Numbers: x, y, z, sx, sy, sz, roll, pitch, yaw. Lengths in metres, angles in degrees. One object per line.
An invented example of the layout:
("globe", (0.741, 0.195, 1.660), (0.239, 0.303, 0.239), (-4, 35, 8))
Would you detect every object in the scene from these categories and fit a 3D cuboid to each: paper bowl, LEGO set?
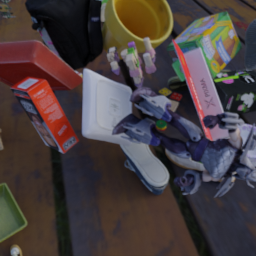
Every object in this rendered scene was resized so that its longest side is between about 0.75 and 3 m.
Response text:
("paper bowl", (3.891, 0.649, 9.369), (1.547, 0.805, 1.547), (0, 45, 0))
("LEGO set", (-3.991, -3.580, 8.750), (0.755, 0.330, 1.163), (46, 63, -5))

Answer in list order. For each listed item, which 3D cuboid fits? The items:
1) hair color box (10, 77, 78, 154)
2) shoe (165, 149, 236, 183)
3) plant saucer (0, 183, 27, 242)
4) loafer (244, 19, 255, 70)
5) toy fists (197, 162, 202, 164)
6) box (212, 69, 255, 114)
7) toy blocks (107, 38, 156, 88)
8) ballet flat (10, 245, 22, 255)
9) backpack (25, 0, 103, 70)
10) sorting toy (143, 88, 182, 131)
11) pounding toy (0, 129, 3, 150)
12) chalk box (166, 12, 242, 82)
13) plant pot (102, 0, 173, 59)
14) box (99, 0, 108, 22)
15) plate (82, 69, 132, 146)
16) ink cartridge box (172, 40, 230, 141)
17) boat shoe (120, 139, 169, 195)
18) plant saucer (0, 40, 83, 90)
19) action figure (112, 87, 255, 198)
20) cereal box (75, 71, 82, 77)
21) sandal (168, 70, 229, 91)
("hair color box", (-2.057, -0.304, 7.020), (0.944, 1.860, 0.570), (15, 49, 44))
("shoe", (2.348, 1.016, 9.122), (2.399, 0.640, 0.839), (23, 49, 21))
("plant saucer", (-3.858, 2.603, 7.714), (1.711, 0.410, 1.708), (-28, 52, -26))
("loafer", (4.329, -2.785, 9.426), (0.623, 1.790, 0.673), (8, 3, -43))
("toy fists", (2.480, 0.794, 9.074), (0.446, 0.301, 0.874), (19, 75, 10))
("box", (4.267, -1.415, 11.149), (1.923, 1.195, 1.428), (-11, 46, -12))
("toy blocks", (0.163, -1.672, 7.829), (1.274, 1.072, 1.190), (-12, 41, 14))
("ballet flat", (-2.846, 3.282, 7.164), (0.259, 0.238, 0.755), (-25, 50, -23))
("backpack", (-2.039, -3.564, 9.936), (2.388, 2.861, 1.811), (-28, 54, -7))
("sorting toy", (1.305, -0.750, 11.056), (1.093, 0.383, 2.267), (19, 49, 18))
("pounding toy", (-5.080, 0.204, 9.513), (1.597, 1.233, 1.735), (-20, 49, -18))
("chalk box", (2.458, -2.592, 9.603), (2.359, 1.467, 1.460), (-47, 28, -20))
("plant pot", (0.054, -3.577, 10.061), (2.297, 2.161, 2.297), (7, 74, -25))
("box", (-1.074, -5.181, 10.902), (0.717, 1.482, 1.308), (-1, 52, -49))
("plate", (-0.422, -0.493, 7.188), (0.282, 1.739, 1.743), (-13, 71, 39))
("ink cartridge box", (1.969, -0.866, 7.163), (0.559, 2.205, 2.502), (-20, 77, 18))
("boat shoe", (0.408, 0.971, 9.047), (0.991, 0.819, 2.647), (-23, 52, -24))
("plant saucer", (-2.978, -1.630, 8.152), (2.561, 2.566, 0.471), (2, 79, 18))
("action figure", (1.122, 0.302, 5.093), (2.698, 1.756, 0.936), (29, 20, 19))
("cereal box", (-2.929, -2.317, 12.681), (1.425, 0.282, 1.025), (25, 50, 23))
("sandal", (3.076, -2.179, 11.875), (2.824, 1.121, 0.806), (-3, 62, -2))
